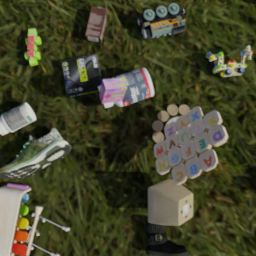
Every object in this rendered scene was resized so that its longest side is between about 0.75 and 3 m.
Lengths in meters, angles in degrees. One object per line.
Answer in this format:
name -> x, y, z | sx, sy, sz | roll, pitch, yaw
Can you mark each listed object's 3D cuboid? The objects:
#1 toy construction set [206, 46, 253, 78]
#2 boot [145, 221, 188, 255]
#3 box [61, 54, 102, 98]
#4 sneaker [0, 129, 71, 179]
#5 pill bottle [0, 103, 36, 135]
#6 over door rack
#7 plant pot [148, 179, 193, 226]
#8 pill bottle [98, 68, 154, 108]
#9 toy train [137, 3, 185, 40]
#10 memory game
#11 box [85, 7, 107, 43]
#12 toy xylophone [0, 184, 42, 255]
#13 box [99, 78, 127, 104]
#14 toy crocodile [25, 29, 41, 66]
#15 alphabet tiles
toy construction set -> 4.241, -2.736, 11.644 | 1.826, 0.841, 1.198 | -10, 79, 9
boot -> 1.406, 4.090, 10.401 | 1.632, 0.614, 1.220 | 3, 79, 1
box -> -1.906, -2.166, 11.712 | 1.537, 0.378, 1.592 | -11, 80, 1
sneaker -> -3.741, 0.996, 10.922 | 2.930, 1.127, 1.298 | -26, 64, -8
pill bottle -> -4.504, -0.332, 11.143 | 1.432, 0.810, 0.810 | -29, 81, -6
over door rack -> -3.126, 4.025, 10.475 | 1.545, 0.515, 1.142 | 22, 81, 4
plant pot -> 1.556, 2.685, 9.824 | 1.160, 1.310, 1.309 | 8, 103, 43
pill bottle -> -0.106, -1.520, 11.173 | 2.020, 1.208, 1.208 | -19, 80, -2
toy train -> 1.471, -4.493, 11.954 | 2.051, 0.874, 1.169 | -15, 89, -3
memory game -> 2.091, 0.146, 11.343 | 2.300, 0.147, 2.300 | 0, 77, 1
box -> -1.369, -4.440, 12.081 | 0.696, 0.521, 1.390 | 11, 81, 2
toy xylophone -> -4.229, 3.586, 10.326 | 2.131, 0.731, 2.911 | 14, 81, 13
box -> -0.543, -1.300, 9.867 | 0.785, 0.893, 0.432 | -9, 64, -20
toy crocodile -> -4.064, -3.418, 11.866 | 0.589, 0.539, 1.745 | -2, 79, 0
alphabet tiles -> 2.084, 0.536, 9.947 | 2.840, 0.207, 2.778 | -33, 39, 29
